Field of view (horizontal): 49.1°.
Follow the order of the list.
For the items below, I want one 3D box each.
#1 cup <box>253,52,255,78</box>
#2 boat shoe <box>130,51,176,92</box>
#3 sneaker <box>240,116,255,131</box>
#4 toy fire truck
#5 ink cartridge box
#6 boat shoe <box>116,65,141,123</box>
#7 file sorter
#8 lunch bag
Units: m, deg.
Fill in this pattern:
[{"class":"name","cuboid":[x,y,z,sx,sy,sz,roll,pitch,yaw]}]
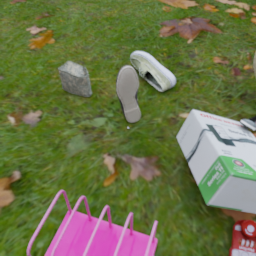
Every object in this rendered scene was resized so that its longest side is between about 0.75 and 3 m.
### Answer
[{"class":"cup","cuboid":[5.268,-2.186,10.209,1.599,1.599,1.143,25,71,21]},{"class":"boat shoe","cuboid":[0.892,-2.464,12.015,0.790,0.917,2.547,-34,58,-26]},{"class":"sneaker","cuboid":[4.026,-0.296,8.610,1.277,0.771,0.534,8,26,-38]},{"class":"toy fire truck","cuboid":[3.251,2.949,7.105,1.275,0.715,1.071,10,73,7]},{"class":"ink cartridge box","cuboid":[2.813,0.864,7.917,2.076,1.176,2.832,13,32,-19]},{"class":"boat shoe","cuboid":[-0.032,-1.222,9.808,0.800,2.394,0.682,-16,45,-7]},{"class":"file sorter","cuboid":[-0.734,2.773,6.539,2.573,1.614,1.788,14,49,13]},{"class":"lunch bag","cuboid":[-2.036,-1.935,11.346,1.348,1.106,0.793,25,54,22]}]
